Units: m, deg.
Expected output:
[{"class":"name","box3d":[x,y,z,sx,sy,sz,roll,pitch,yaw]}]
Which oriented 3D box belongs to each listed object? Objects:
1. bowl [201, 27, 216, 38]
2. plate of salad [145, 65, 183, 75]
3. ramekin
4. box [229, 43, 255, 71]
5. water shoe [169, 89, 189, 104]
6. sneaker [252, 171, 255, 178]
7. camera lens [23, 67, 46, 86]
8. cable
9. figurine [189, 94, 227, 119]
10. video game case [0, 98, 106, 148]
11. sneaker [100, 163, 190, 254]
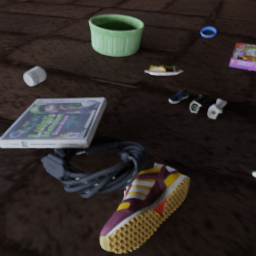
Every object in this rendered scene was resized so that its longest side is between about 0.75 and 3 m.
[{"class":"bowl","box3d":[4.606,-5.488,16.103,0.845,0.166,0.845,-4,52,6]},{"class":"plate of salad","box3d":[1.486,-2.429,11.639,1.574,0.378,1.574,-1,16,0]},{"class":"ramekin","box3d":[-0.607,-4.662,14.130,2.685,1.311,2.685,4,37,-3]},{"class":"box","box3d":[5.773,-3.413,13.359,1.494,0.427,2.183,15,40,18]},{"class":"water shoe","box3d":[1.911,-1.230,10.602,0.933,0.368,0.334,-27,45,-30]},{"class":"sneaker","box3d":[3.623,1.497,6.765,0.712,1.028,1.702,-12,-5,1]},{"class":"camera lens","box3d":[-3.834,-2.132,11.571,0.611,0.611,0.764,20,43,24]},{"class":"cable","box3d":[-0.694,0.894,7.262,2.407,0.749,2.950,-17,19,-40]},{"class":"figurine","box3d":[2.926,-0.852,10.091,1.107,0.477,1.080,21,38,24]},{"class":"video game case","box3d":[-2.209,-0.253,8.912,2.588,0.332,2.847,-1,30,8]},{"class":"sneaker","box3d":[0.221,1.721,6.426,2.659,0.996,1.198,-25,37,-38]}]
